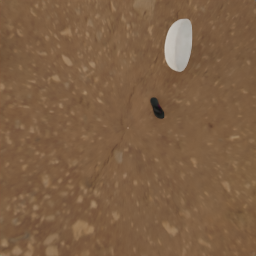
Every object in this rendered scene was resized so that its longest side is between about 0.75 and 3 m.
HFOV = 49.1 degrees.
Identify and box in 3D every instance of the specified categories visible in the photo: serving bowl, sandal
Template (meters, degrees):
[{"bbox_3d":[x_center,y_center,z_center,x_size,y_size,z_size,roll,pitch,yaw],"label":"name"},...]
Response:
[{"bbox_3d":[1.483,-2.526,8.572,0.507,1.542,1.542,13,83,26],"label":"serving bowl"},{"bbox_3d":[0.911,-0.632,8.866,0.289,0.184,0.768,-24,74,-5],"label":"sandal"}]
